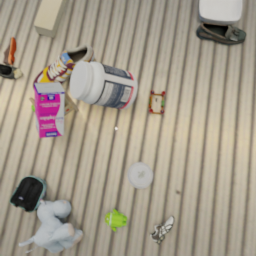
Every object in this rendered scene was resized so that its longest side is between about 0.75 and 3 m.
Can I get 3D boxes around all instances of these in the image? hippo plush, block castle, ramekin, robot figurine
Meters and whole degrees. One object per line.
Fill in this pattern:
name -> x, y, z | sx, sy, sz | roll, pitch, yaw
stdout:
hippo plush -> -2.559, 3.307, 9.582 | 1.876, 1.495, 1.509 | -11, 51, -9
block castle -> 1.110, -0.981, 10.821 | 0.620, 0.435, 0.928 | 5, 77, 2
ramekin -> 0.440, 1.716, 10.189 | 0.969, 0.451, 0.969 | 0, 76, 0
robot figurine -> -0.452, 3.228, 9.832 | 0.812, 0.470, 0.712 | 8, 97, 0

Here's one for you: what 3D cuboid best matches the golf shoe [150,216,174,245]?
golf shoe -> 1.202, 3.495, 9.800 | 0.517, 0.426, 1.095 | 36, 78, 8

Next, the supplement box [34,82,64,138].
supplement box -> -2.537, -0.565, 9.020 | 0.810, 1.600, 0.827 | -7, 33, -24

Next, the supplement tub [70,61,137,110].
supplement tub -> -0.852, -1.495, 9.980 | 2.085, 1.463, 1.463 | 8, 74, -36

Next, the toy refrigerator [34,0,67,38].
toy refrigerator -> -3.171, -4.832, 11.592 | 0.762, 0.702, 2.007 | 14, 78, -4

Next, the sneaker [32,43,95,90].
sneaker -> -2.547, -2.335, 10.715 | 2.751, 1.239, 1.031 | -35, 79, -8

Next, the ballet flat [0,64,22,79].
ballet flat -> -5.014, -2.306, 11.108 | 1.643, 0.467, 0.546 | 14, 77, 3

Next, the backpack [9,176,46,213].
backpack -> -3.418, 2.252, 9.845 | 1.001, 0.873, 1.139 | 23, 88, 3

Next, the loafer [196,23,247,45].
loafer -> 3.834, -3.858, 11.372 | 2.055, 0.646, 0.738 | 7, 77, 2

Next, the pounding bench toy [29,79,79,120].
pounding bench toy -> -2.792, -0.889, 10.095 | 1.384, 1.775, 1.103 | -36, 79, -7

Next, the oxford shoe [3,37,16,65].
oxford shoe -> -4.831, -3.140, 11.339 | 0.431, 0.422, 1.183 | 3, 77, 6

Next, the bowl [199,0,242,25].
bowl -> 3.771, -5.055, 11.651 | 1.729, 0.646, 1.732 | 7, 76, 2
